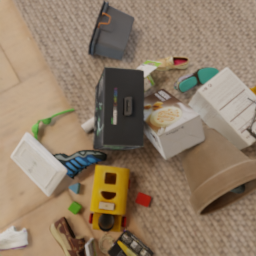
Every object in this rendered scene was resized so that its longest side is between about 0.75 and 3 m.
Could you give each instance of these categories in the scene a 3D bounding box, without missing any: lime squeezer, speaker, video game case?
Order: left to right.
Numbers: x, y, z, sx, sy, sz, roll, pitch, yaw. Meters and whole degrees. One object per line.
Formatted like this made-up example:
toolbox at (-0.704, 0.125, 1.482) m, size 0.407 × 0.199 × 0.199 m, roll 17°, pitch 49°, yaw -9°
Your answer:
lime squeezer at (-3.066, -0.044, 10.498) m, size 0.832 × 0.444 × 2.356 m, roll 35°, pitch 78°, yaw 8°
video game case at (-1.179, 4.228, 9.159) m, size 0.112 × 0.922 × 1.012 m, roll -13°, pitch 80°, yaw 3°
speaker at (-1.312, -0.193, 10.572) m, size 0.912 × 0.370 × 0.370 m, roll -36°, pitch 79°, yaw -9°

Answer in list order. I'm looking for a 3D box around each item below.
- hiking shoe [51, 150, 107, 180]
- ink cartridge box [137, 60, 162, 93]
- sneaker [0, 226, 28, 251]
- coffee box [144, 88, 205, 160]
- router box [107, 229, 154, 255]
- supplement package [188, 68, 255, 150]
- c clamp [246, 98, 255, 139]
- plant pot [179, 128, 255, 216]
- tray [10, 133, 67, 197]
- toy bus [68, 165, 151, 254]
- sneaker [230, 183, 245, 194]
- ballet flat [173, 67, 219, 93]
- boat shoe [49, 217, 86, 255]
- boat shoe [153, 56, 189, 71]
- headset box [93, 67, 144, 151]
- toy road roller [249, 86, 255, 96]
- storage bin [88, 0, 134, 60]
hiking shoe at (-1.791, 1.345, 9.996) m, size 2.213 × 0.823 × 0.959 m, roll -9°, pitch 75°, yaw 10°
ink cartridge box at (0.620, -1.943, 10.658) m, size 1.378 × 1.018 × 0.522 m, roll -40°, pitch 124°, yaw -14°
sneaker at (-4.193, 3.788, 9.561) m, size 1.525 × 0.571 × 0.760 m, roll -4°, pitch 66°, yaw -7°
coffee box at (1.235, -0.240, 9.487) m, size 1.462 × 2.556 × 1.019 m, roll -25°, pitch 122°, yaw -6°
router box at (0.082, 4.209, 9.448) m, size 1.254 × 0.327 × 0.986 m, roll 40°, pitch 78°, yaw 4°
supplement package at (3.680, -0.587, 10.084) m, size 1.485 × 1.480 × 2.531 m, roll -38°, pitch 80°, yaw -10°
c clamp at (4.238, -0.227, 9.172) m, size 1.084 × 0.172 × 1.269 m, roll 22°, pitch 74°, yaw -1°
plant pot at (2.870, 1.312, 9.341) m, size 2.613 × 2.613 × 2.279 m, roll -23°, pitch 58°, yaw -6°
tray at (-3.263, 1.266, 9.908) m, size 2.249 × 0.249 × 1.207 m, roll 39°, pitch 99°, yaw 19°
toy bus at (-0.657, 2.512, 9.376) m, size 2.502 × 1.370 × 2.651 m, roll -39°, pitch 80°, yaw -8°
sneaker at (3.046, 1.619, 9.509) m, size 1.954 × 0.884 × 0.649 m, roll 38°, pitch 109°, yaw 16°
ballet flat at (2.557, -1.896, 10.793) m, size 1.962 × 0.706 × 0.706 m, roll -24°, pitch 77°, yaw -18°
boat shoe at (-1.772, 3.913, 9.394) m, size 0.744 × 0.746 × 2.069 m, roll -39°, pitch 74°, yaw -8°
boat shoe at (1.707, -2.618, 11.098) m, size 1.455 × 0.503 × 0.536 m, roll -6°, pitch 76°, yaw -1°
headset box at (-0.380, -0.489, 9.179) m, size 1.259 × 2.713 × 2.362 m, roll 3°, pitch 82°, yaw -13°
toy road roller at (4.840, -1.311, 10.631) m, size 0.982 × 0.717 × 0.604 m, roll -27°, pitch 75°, yaw -10°
storage bin at (-0.613, -3.761, 11.002) m, size 1.370 × 1.485 × 2.040 m, roll 17°, pitch 76°, yaw -7°
